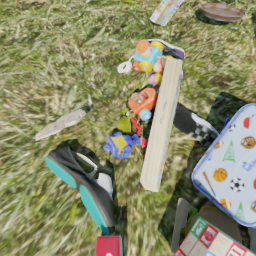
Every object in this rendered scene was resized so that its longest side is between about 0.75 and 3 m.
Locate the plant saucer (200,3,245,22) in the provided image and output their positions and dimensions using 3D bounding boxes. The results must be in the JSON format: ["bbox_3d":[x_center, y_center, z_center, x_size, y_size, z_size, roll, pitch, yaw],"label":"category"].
[{"bbox_3d":[3.385,-4.178,10.146,1.590,0.255,1.590,4,39,-3],"label":"plant saucer"}]

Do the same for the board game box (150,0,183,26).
[{"bbox_3d":[1.503,-4.454,10.206,0.246,1.437,0.966,47,30,14],"label":"board game box"}]

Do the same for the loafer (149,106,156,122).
[{"bbox_3d":[0.905,-0.323,8.225,0.449,0.435,1.280,3,44,-41],"label":"loafer"}]

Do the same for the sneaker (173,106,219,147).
[{"bbox_3d":[1.919,-0.051,7.987,1.636,0.606,0.724,43,25,22],"label":"sneaker"}]

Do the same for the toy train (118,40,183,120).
[{"bbox_3d":[0.430,-1.625,8.368,2.031,0.752,2.703,-32,49,14],"label":"toy train"}]

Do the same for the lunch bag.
[{"bbox_3d":[2.850,0.784,6.470,2.601,0.983,2.084,-53,49,4],"label":"lunch bag"}]

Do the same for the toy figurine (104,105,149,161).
[{"bbox_3d":[-0.222,0.241,7.344,0.998,0.879,1.666,-18,48,-18],"label":"toy figurine"}]

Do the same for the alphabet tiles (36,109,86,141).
[{"bbox_3d":[-1.849,-0.095,7.677,1.430,0.104,1.398,-18,20,26],"label":"alphabet tiles"}]

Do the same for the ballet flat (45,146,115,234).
[{"bbox_3d":[-0.986,1.324,6.905,0.907,0.901,2.651,-33,63,-29],"label":"ballet flat"}]

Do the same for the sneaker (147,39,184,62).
[{"bbox_3d":[1.188,-2.561,9.523,1.485,0.562,0.650,16,47,2],"label":"sneaker"}]

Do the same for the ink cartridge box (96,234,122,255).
[{"bbox_3d":[-0.387,2.917,5.664,0.544,1.139,1.298,-1,56,-1],"label":"ink cartridge box"}]

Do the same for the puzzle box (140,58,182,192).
[{"bbox_3d":[0.823,0.056,6.701,0.360,1.884,2.832,11,75,10],"label":"puzzle box"}]

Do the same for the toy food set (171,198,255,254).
[{"bbox_3d":[1.964,2.516,6.446,2.022,0.406,1.396,18,63,-1],"label":"toy food set"}]

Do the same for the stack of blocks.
[{"bbox_3d":[1.973,2.915,5.155,2.408,0.705,1.386,35,86,-14],"label":"stack of blocks"}]
